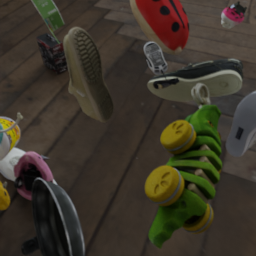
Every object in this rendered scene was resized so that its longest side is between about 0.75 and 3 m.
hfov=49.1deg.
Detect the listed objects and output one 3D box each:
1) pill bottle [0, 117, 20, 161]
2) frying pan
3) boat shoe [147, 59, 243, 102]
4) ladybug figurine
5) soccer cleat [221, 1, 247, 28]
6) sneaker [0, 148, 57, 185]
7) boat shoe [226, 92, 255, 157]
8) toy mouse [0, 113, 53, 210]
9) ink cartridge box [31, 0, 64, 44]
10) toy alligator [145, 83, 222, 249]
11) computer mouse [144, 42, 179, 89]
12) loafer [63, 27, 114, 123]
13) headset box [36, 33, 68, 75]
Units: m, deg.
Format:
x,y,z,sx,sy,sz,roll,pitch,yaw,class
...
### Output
x,y,z,sx,sy,sz,roll,pitch,yaw,class
-2.812,0.209,6.039,0.787,0.787,1.441,-9,13,-8,pill bottle
-1.060,1.679,3.863,0.385,2.368,1.433,-10,47,-33,frying pan
1.674,-1.248,7.234,2.449,0.880,0.828,-3,52,33,boat shoe
0.925,-2.994,7.431,1.545,0.819,2.276,-19,77,-40,ladybug figurine
2.044,-2.147,5.562,0.399,0.493,1.142,41,43,5,soccer cleat
-2.689,1.046,7.308,2.381,0.843,0.870,28,53,24,sneaker
2.727,-0.120,6.278,0.581,1.779,0.655,-24,54,-31,boat shoe
-1.916,0.477,4.391,2.375,2.111,0.460,27,30,-6,toy mouse
-1.980,-2.882,6.904,0.426,0.746,1.437,-32,88,-4,ink cartridge box
1.008,0.275,3.992,0.706,0.974,2.938,-16,40,43,toy alligator
0.694,-1.437,6.453,0.613,0.245,1.118,-22,86,-10,computer mouse
-0.931,-1.011,5.867,0.710,2.080,0.787,2,34,27,loafer
-2.871,-2.851,10.573,1.003,1.348,0.521,36,57,29,headset box
